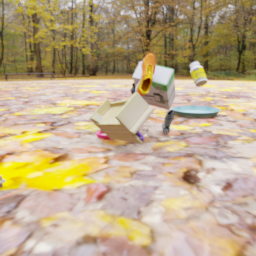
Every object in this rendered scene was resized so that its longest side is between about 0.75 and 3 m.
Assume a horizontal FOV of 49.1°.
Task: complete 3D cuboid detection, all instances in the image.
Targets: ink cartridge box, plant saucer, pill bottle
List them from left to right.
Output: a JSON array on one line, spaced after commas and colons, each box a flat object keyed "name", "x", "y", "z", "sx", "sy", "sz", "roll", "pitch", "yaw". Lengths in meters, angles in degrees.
[{"name": "ink cartridge box", "x": 0.995, "y": -1.467, "z": 10.141, "sx": 1.266, "sy": 0.729, "sz": 1.735, "roll": 17, "pitch": -21, "yaw": 20}, {"name": "plant saucer", "x": 3.763, "y": -0.897, "z": 15.674, "sx": 2.650, "sy": 0.363, "sz": 2.650, "roll": 0, "pitch": 12, "yaw": 0}, {"name": "pill bottle", "x": 2.508, "y": -1.935, "z": 10.081, "sx": 0.463, "sy": 0.831, "sz": 0.463, "roll": -13, "pitch": -21, "yaw": -5}]

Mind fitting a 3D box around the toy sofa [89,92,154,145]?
[{"name": "toy sofa", "x": -0.180, "y": -0.299, "z": 9.382, "sx": 1.061, "sy": 1.250, "sz": 2.562, "roll": -51, "pitch": 20, "yaw": -17}]

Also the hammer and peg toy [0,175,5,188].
[{"name": "hammer and peg toy", "x": -3.257, "y": 1.296, "z": 6.270, "sx": 0.606, "sy": 0.290, "sz": 0.824, "roll": 6, "pitch": 14, "yaw": 20}]

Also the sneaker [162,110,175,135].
[{"name": "sneaker", "x": 1.579, "y": -0.276, "z": 11.461, "sx": 0.388, "sy": 1.034, "sz": 0.597, "roll": 17, "pitch": 6, "yaw": -8}]

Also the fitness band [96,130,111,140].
[{"name": "fitness band", "x": -0.721, "y": 0.241, "z": 10.925, "sx": 1.047, "sy": 0.196, "sz": 0.752, "roll": -4, "pitch": 21, "yaw": -29}]

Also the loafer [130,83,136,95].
[{"name": "loafer", "x": 0.388, "y": -1.996, "z": 13.161, "sx": 0.399, "sy": 0.412, "sz": 1.175, "roll": -19, "pitch": 35, "yaw": 38}]

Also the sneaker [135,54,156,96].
[{"name": "sneaker", "x": 0.649, "y": -1.685, "z": 8.887, "sx": 0.521, "sy": 1.429, "sz": 0.551, "roll": 14, "pitch": -8, "yaw": -21}]
